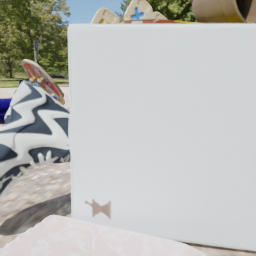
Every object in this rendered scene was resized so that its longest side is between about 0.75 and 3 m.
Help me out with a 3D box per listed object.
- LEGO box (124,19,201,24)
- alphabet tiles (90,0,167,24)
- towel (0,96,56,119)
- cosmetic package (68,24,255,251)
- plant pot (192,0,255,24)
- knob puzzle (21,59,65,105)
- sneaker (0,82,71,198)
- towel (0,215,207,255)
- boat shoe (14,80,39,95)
[{"bbox_3d":[1.327,-0.729,5.103,2.860,2.130,1.104,-5,20,-25],"label":"LEGO box"},{"bbox_3d":[0.197,-1.609,7.168,2.975,2.910,0.217,28,-3,-25],"label":"alphabet tiles"},{"bbox_3d":[-3.413,-0.538,8.696,2.234,0.553,1.650,-6,-4,-21],"label":"towel"},{"bbox_3d":[0.506,-0.087,2.940,1.657,1.668,1.993,4,12,10],"label":"cosmetic package"},{"bbox_3d":[1.790,-2.355,5.274,1.121,1.121,0.978,-9,5,-41],"label":"plant pot"},{"bbox_3d":[-3.201,-1.707,10.234,0.314,2.267,2.267,-50,32,-18],"label":"knob puzzle"},{"bbox_3d":[-0.809,0.282,2.496,0.806,1.239,0.495,25,-31,-20],"label":"sneaker"},{"bbox_3d":[-0.310,0.940,1.492,1.301,0.220,1.362,4,10,23],"label":"towel"},{"bbox_3d":[-3.987,-1.270,10.966,1.181,0.964,2.808,-21,28,-29],"label":"boat shoe"}]
